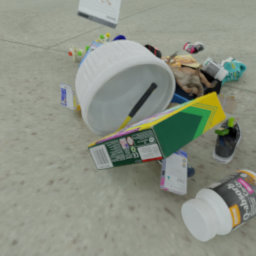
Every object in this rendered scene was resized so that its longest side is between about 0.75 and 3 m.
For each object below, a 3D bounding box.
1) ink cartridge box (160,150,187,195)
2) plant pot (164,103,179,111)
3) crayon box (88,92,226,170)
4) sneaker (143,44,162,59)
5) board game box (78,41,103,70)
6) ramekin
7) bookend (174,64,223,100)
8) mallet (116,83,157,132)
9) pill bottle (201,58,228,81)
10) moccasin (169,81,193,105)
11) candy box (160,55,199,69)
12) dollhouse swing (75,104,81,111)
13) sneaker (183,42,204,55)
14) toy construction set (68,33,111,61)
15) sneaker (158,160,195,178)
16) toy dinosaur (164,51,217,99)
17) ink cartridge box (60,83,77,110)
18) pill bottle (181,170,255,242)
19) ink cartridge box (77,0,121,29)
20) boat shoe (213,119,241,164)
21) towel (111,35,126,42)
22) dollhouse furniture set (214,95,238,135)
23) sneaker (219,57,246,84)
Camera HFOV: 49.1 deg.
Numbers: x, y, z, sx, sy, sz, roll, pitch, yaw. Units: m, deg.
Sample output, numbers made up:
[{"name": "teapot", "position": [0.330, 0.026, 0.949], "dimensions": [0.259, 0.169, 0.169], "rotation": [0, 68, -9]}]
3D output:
[{"name": "ink cartridge box", "position": [1.167, 1.058, 7.082], "dimensions": [0.679, 0.239, 1.138], "rotation": [22, 60, -23]}, {"name": "plant pot", "position": [1.586, -0.327, 10.029], "dimensions": [0.793, 0.793, 0.847], "rotation": [9, 44, 13]}, {"name": "crayon box", "position": [0.645, 0.142, 7.069], "dimensions": [2.338, 0.790, 2.710], "rotation": [-25, 4, -37]}, {"name": "sneaker", "position": [0.671, -2.835, 10.627], "dimensions": [1.664, 0.613, 0.722], "rotation": [19, 18, 38]}, {"name": "board game box", "position": [-1.301, -3.328, 13.815], "dimensions": [1.629, 0.394, 2.154], "rotation": [20, 49, -1]}, {"name": "ramekin", "position": [-0.196, -1.217, 8.439], "dimensions": [2.901, 2.901, 1.523], "rotation": [-16, 54, -22]}, {"name": "bookend", "position": [2.618, -1.741, 11.829], "dimensions": [2.031, 0.935, 2.018], "rotation": [24, 41, 31]}, {"name": "mallet", "position": [-0.019, -0.244, 8.297], "dimensions": [0.557, 2.704, 0.891], "rotation": [37, 5, 3]}, {"name": "pill bottle", "position": [3.017, -2.030, 9.773], "dimensions": [0.836, 0.473, 0.473], "rotation": [39, 46, 10]}, {"name": "moccasin", "position": [1.083, -1.556, 10.312], "dimensions": [2.897, 1.166, 0.988], "rotation": [30, 49, -16]}, {"name": "candy box", "position": [2.067, -2.950, 13.753], "dimensions": [2.543, 0.703, 1.468], "rotation": [-6, 35, -9]}, {"name": "dollhouse swing", "position": [-0.691, -0.715, 10.820], "dimensions": [2.095, 1.842, 1.904], "rotation": [-36, 89, -39]}, {"name": "sneaker", "position": [1.832, -2.140, 7.663], "dimensions": [0.805, 0.325, 0.301], "rotation": [-17, 54, -40]}, {"name": "toy construction set", "position": [-1.914, -4.231, 15.168], "dimensions": [2.603, 1.199, 1.707], "rotation": [-19, 63, -14]}, {"name": "sneaker", "position": [1.319, 0.968, 8.046], "dimensions": [0.471, 0.550, 1.342], "rotation": [-34, 37, -28]}, {"name": "toy dinosaur", "position": [2.027, -1.827, 9.812], "dimensions": [2.407, 1.033, 1.631], "rotation": [21, 18, -47]}, {"name": "ink cartridge box", "position": [-2.213, -1.185, 10.350], "dimensions": [0.206, 0.878, 0.868], "rotation": [-13, 25, -38]}, {"name": "pill bottle", "position": [2.282, 1.807, 6.583], "dimensions": [1.916, 1.115, 1.115], "rotation": [-19, 39, -25]}, {"name": "ink cartridge box", "position": [-0.987, -4.214, 9.744], "dimensions": [1.394, 0.304, 1.210], "rotation": [15, 65, -16]}, {"name": "boat shoe", "position": [3.263, 0.216, 9.175], "dimensions": [0.792, 0.750, 2.264], "rotation": [17, 39, 23]}, {"name": "towel", "position": [-0.671, -2.175, 10.206], "dimensions": [0.597, 2.412, 1.781], "rotation": [37, 82, 1]}, {"name": "dollhouse furniture set", "position": [2.576, -0.347, 7.375], "dimensions": [0.530, 1.061, 0.410], "rotation": [17, 19, 36]}, {"name": "sneaker", "position": [4.788, -2.627, 13.110], "dimensions": [1.063, 1.034, 2.669], "rotation": [30, 44, 23]}]
